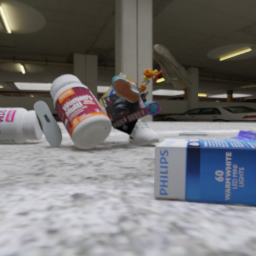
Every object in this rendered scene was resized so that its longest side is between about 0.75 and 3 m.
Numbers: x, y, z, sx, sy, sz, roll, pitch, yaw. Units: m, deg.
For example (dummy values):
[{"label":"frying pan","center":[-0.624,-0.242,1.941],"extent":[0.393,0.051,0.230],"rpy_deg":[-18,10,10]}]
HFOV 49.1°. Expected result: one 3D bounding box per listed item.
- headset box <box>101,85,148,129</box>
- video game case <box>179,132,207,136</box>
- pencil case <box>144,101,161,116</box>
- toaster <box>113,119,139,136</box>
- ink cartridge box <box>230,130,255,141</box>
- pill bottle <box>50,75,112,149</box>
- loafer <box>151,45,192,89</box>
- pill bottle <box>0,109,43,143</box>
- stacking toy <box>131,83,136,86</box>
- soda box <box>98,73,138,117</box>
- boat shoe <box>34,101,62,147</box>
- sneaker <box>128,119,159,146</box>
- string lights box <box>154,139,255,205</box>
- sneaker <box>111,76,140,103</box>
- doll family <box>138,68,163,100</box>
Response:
[{"label":"headset box","center":[-0.067,-0.820,10.499],"extent":[1.558,1.160,0.602],"rpy_deg":[-23,-28,3]},{"label":"video game case","center":[4.001,0.359,17.130],"extent":[1.571,0.180,1.430],"rpy_deg":[0,2,18]},{"label":"pencil case","center":[0.713,-0.873,12.036],"extent":[0.653,0.601,1.413],"rpy_deg":[12,2,-32]},{"label":"toaster","center":[-0.179,-0.267,11.275],"extent":[0.974,0.881,0.578],"rpy_deg":[23,5,-36]},{"label":"ink cartridge box","center":[6.436,0.371,14.106],"extent":[1.995,0.433,1.976],"rpy_deg":[-1,3,-2]},{"label":"pill bottle","center":[-1.835,-0.668,10.345],"extent":[1.503,1.503,2.743],"rpy_deg":[-2,44,-41]},{"label":"loafer","center":[0.983,-1.358,6.638],"extent":[0.496,0.559,1.471],"rpy_deg":[-31,-50,28]},{"label":"pill bottle","center":[-5.130,-0.090,12.079],"extent":[2.662,1.509,1.509],"rpy_deg":[0,3,1]},{"label":"stacking toy","center":[-0.114,-1.689,10.956],"extent":[0.809,0.444,0.470],"rpy_deg":[27,24,-37]},{"label":"soda box","center":[-0.700,-0.936,12.061],"extent":[0.895,2.796,0.947],"rpy_deg":[32,-13,15]},{"label":"boat shoe","center":[-3.020,-0.115,10.606],"extent":[0.648,1.834,0.584],"rpy_deg":[-22,-2,-23]},{"label":"sneaker","center":[0.546,0.154,11.692],"extent":[0.953,1.004,2.494],"rpy_deg":[-2,6,-20]},{"label":"string lights box","center":[1.841,0.610,4.320],"extent":[2.720,0.802,1.398],"rpy_deg":[1,3,14]},{"label":"sneaker","center":[-0.186,-1.400,9.567],"extent":[0.601,0.673,1.684],"rpy_deg":[-42,-28,8]},{"label":"doll family","center":[0.826,-2.063,13.273],"extent":[0.952,2.114,1.312],"rpy_deg":[32,4,-8]}]
